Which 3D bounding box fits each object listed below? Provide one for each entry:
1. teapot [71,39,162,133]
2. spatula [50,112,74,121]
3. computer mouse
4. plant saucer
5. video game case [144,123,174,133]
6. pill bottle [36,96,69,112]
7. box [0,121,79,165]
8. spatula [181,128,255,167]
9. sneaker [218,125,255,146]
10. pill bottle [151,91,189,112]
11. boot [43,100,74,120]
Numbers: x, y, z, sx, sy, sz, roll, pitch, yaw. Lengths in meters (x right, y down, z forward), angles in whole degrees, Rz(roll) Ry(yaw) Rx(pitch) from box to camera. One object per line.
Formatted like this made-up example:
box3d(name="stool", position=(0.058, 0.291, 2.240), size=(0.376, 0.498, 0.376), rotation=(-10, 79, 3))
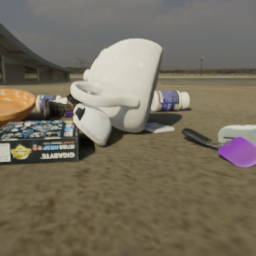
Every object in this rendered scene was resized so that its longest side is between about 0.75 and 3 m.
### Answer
box3d(name="teapot", position=(-0.273, -1.231, 7.776), size=(2.021, 2.731, 2.767), rotation=(14, -21, 5))
box3d(name="spatula", position=(-2.417, -0.392, 10.233), size=(0.114, 0.313, 1.109), rotation=(47, 35, 14))
box3d(name="computer mouse", position=(-0.876, -0.277, 7.174), size=(1.480, 0.592, 2.699), rotation=(43, 2, -21))
box3d(name="plant saucer", position=(-4.563, -0.649, 9.302), size=(2.908, 0.544, 2.908), rotation=(3, 24, -1))
box3d(name="video game case", position=(0.803, -0.008, 8.435), size=(0.709, 0.089, 0.991), rotation=(-6, 12, -28))
box3d(name="pill bottle", position=(-3.276, -1.050, 12.269), size=(1.301, 0.723, 0.723), rotation=(0, 11, 3))
box3d(name="box", position=(-1.915, 0.230, 6.065), size=(1.682, 0.487, 2.116), rotation=(-2, 11, -10))
box3d(name="spatula", position=(1.809, 0.307, 5.928), size=(0.649, 0.236, 2.297), rotation=(-30, 20, -15))
box3d(name="sneaker", position=(2.737, 0.210, 5.583), size=(0.690, 0.712, 1.950), rotation=(-10, 13, -27))
box3d(name="pill bottle", position=(1.844, -1.196, 12.501), size=(1.591, 0.921, 0.921), rotation=(-3, 11, -11))
box3d(name="boot", position=(-2.163, -0.735, 10.646), size=(1.809, 0.719, 2.077), rotation=(0, 9, 2))
